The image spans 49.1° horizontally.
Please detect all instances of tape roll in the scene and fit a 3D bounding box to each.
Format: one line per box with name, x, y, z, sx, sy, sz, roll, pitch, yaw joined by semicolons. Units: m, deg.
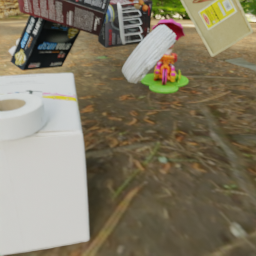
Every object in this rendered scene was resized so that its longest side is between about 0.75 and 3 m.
tape roll;-1.426;-0.154;3.370;0.813;0.284;0.813;0;26;0

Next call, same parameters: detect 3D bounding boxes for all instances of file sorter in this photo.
file sorter;0.079;-3.986;10.597;0.811;1.302;0.904;-7;36;-2

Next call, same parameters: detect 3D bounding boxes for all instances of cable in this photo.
cable;0.455;-1.664;6.454;1.493;0.517;1.493;-50;4;-15

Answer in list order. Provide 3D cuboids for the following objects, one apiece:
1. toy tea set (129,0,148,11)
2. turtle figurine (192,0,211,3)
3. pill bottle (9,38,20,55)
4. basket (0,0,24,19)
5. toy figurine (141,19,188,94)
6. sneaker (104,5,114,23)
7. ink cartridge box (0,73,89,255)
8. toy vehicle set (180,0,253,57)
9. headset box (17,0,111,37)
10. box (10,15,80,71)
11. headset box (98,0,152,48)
toy tea set;0.352;-4.175;9.235;0.458;0.285;0.770;12;-12;39
turtle figurine;1.395;-3.544;6.826;1.868;0.602;1.507;12;16;-7
pill bottle;-3.218;-2.851;9.597;1.576;0.893;0.893;-45;39;-9
basket;-3.188;-4.165;8.991;2.607;1.942;1.860;-29;1;-31
toy figurine;1.543;-3.095;11.624;2.131;2.613;2.839;4;26;8
sneaker;-1.232;-3.980;9.239;0.725;0.652;1.764;-34;58;-23
ink cartridge box;-1.799;0.403;4.876;1.997;2.032;2.760;-5;27;-11
toy vehicle set;2.958;-3.910;9.523;1.553;2.500;0.331;-29;19;20
headset box;-1.527;-3.413;6.804;2.238;0.864;1.665;14;64;-7
box;-2.401;-2.708;8.628;0.522;1.805;2.271;36;21;5
headset box;-0.292;-4.892;12.984;2.604;1.938;1.006;-14;39;-23
